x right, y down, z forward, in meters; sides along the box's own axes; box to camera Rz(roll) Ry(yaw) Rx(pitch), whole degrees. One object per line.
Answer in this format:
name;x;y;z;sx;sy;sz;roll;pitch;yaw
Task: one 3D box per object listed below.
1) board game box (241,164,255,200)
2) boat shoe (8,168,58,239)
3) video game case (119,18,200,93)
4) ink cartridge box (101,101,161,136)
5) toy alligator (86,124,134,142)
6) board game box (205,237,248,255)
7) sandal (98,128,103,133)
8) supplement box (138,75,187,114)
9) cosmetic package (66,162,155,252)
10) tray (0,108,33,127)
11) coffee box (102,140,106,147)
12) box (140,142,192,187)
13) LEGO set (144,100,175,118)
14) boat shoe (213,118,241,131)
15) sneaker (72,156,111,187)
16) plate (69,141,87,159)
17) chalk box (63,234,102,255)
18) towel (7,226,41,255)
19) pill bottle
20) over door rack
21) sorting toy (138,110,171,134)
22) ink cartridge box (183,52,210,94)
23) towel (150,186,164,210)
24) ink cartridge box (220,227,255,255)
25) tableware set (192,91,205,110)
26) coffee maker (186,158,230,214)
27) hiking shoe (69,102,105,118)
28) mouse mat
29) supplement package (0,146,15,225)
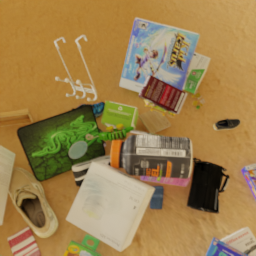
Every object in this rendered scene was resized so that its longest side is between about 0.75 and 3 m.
board game box;5.460;1.862;10.329;2.029;0.454;1.364;-14;62;-7
boat shoe;-3.460;2.409;9.676;1.078;0.970;2.988;-34;61;-16
video game case;1.225;-2.750;11.621;2.630;2.902;0.659;19;22;11
ink cartridge box;0.274;-0.260;10.707;2.295;1.696;0.869;12;86;4
toy alligator;-0.645;0.273;9.672;1.745;0.517;0.473;-12;27;4
board game box;2.844;4.431;8.419;1.321;0.391;1.737;23;94;19
sandal;-1.249;0.123;11.394;0.824;0.235;0.327;30;72;13
supplement box;1.211;-1.144;9.816;1.506;0.459;0.820;25;88;-13
cosmetic package;-0.539;2.456;9.055;2.036;1.256;2.042;23;87;18
tray;-4.743;-0.399;11.308;1.587;0.783;0.294;-9;65;-8
coffee box;-1.323;0.737;10.980;0.831;0.331;0.475;-40;68;-14
box;1.418;1.228;10.455;1.737;0.840;1.528;8;62;5
LEGO set;1.152;-1.092;11.006;0.820;0.663;1.782;-22;57;-37
boat shoe;4.097;-0.172;11.502;1.168;0.363;0.436;-10;60;-7
sneaker;-1.131;1.700;10.362;1.877;0.686;1.050;-12;99;-30
plate;-1.836;0.786;10.180;0.765;0.765;0.098;-37;50;-18
chalk box;-1.468;4.190;8.717;1.030;1.025;1.656;20;64;12
towel;-3.491;3.968;9.369;0.791;0.125;1.098;-28;65;-15
pill bottle;0.732;0.938;9.338;2.603;1.383;1.383;3;61;4
over door rack;-2.027;-2.102;10.157;0.757;2.273;1.679;-27;29;-35
sorting toy;1.062;-0.230;11.491;0.975;0.341;0.981;-24;64;-20
ink cartridge box;2.340;-2.717;12.576;2.154;0.895;1.579;24;64;13
towel;1.031;2.505;10.044;0.472;0.205;0.845;-3;59;21
ink cartridge box;3.750;4.137;8.978;1.085;0.632;1.500;-22;63;-12
tableware set;2.992;-1.181;12.071;0.526;0.120;0.781;-41;49;23
coffee maker;2.551;2.018;9.602;1.551;1.087;1.615;18;74;-14
hiking shoe;-1.631;-0.725;11.591;1.574;0.682;0.586;-26;58;-14
mouse mat;-2.319;0.571;10.133;2.756;2.218;0.104;-21;23;-16
supplement package;-5.329;1.814;9.255;1.922;1.937;2.552;-9;61;15
